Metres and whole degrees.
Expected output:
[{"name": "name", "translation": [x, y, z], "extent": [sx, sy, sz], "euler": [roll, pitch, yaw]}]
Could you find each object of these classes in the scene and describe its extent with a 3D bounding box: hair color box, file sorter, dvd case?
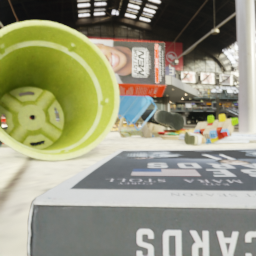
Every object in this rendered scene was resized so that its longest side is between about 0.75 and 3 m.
[{"name": "hair color box", "translation": [-0.287, -1.413, 6.662], "extent": [2.281, 1.158, 0.698], "euler": [1, -16, -2]}, {"name": "file sorter", "translation": [-0.027, -0.740, 8.355], "extent": [1.459, 1.013, 0.895], "euler": [34, 14, -21]}, {"name": "dvd case", "translation": [0.590, 0.314, 1.773], "extent": [1.601, 0.263, 2.130], "euler": [-1, -1, 5]}]

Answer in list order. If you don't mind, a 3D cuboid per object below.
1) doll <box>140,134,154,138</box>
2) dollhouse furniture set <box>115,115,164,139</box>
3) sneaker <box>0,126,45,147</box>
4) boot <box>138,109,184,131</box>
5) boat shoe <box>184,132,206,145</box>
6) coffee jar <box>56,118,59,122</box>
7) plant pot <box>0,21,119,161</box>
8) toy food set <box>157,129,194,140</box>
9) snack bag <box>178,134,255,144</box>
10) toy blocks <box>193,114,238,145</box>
[{"name": "doll", "translation": [0.947, 0.347, 15.115], "extent": [1.014, 0.360, 1.487], "euler": [18, -5, -17]}, {"name": "dollhouse furniture set", "translation": [0.331, 0.159, 15.154], "extent": [2.495, 1.387, 2.207], "euler": [-1, -25, 33]}, {"name": "sneaker", "translation": [-2.640, 0.182, 6.796], "extent": [1.656, 0.583, 0.774], "euler": [-3, 5, 9]}, {"name": "boot", "translation": [1.374, -0.413, 12.002], "extent": [1.924, 0.694, 1.453], "euler": [16, -3, -43]}, {"name": "boat shoe", "translation": [1.862, 0.327, 7.907], "extent": [0.344, 0.376, 1.006], "euler": [4, 8, -8]}, {"name": "coffee jar", "translation": [-2.343, 0.102, 8.384], "extent": [0.945, 0.773, 1.812], "euler": [0, -1, -34]}, {"name": "plant pot", "translation": [-1.500, -0.375, 4.785], "extent": [2.074, 2.074, 1.907], "euler": [0, -12, -30]}, {"name": "toy food set", "translation": [2.252, 0.289, 12.351], "extent": [1.846, 0.454, 1.865], "euler": [0, 0, 13]}, {"name": "snack bag", "translation": [3.420, 0.370, 9.843], "extent": [2.537, 0.272, 2.392], "euler": [0, 0, -20]}, {"name": "toy blocks", "translation": [2.524, 0.131, 8.360], "extent": [1.362, 0.681, 0.931], "euler": [-7, 23, 33]}]
